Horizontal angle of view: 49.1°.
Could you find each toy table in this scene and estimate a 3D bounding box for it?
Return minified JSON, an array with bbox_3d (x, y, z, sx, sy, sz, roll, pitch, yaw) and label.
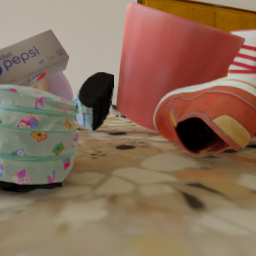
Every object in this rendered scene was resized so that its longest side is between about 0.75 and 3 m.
[{"bbox_3d":[-2.717,-1.098,7.572,2.336,2.147,1.368,32,26,-6],"label":"toy table"}]

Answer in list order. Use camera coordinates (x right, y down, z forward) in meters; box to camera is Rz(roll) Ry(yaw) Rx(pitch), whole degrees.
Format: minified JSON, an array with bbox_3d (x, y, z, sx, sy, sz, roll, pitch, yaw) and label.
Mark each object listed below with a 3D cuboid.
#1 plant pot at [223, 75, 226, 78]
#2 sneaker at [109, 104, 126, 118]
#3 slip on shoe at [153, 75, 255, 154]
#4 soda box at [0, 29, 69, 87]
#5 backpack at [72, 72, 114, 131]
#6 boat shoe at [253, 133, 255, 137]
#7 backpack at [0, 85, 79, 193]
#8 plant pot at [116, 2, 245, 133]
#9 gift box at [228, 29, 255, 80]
[{"bbox_3d":[2.351,-1.318,8.850,1.920,2.060,1.920,-11,2,0],"label":"plant pot"},{"bbox_3d":[-0.465,-0.644,11.634,0.944,0.350,0.418,33,-49,-28],"label":"sneaker"},{"bbox_3d":[0.954,-0.050,4.209,0.993,0.820,2.681,39,-13,-10],"label":"slip on shoe"},{"bbox_3d":[-2.441,-1.233,5.972,2.251,0.768,0.714,-33,-2,-23],"label":"soda box"},{"bbox_3d":[-0.856,-0.558,6.819,1.046,1.361,1.110,16,54,18],"label":"backpack"},{"bbox_3d":[2.395,0.072,4.585,2.372,0.733,0.864,22,-15,43],"label":"boat shoe"},{"bbox_3d":[-1.055,0.053,2.800,1.244,0.943,1.490,1,9,-19],"label":"backpack"},{"bbox_3d":[0.885,-1.252,6.216,2.575,2.279,2.575,16,22,-6],"label":"plant pot"},{"bbox_3d":[3.860,-1.393,7.428,2.663,2.457,2.486,4,15,41],"label":"gift box"}]
